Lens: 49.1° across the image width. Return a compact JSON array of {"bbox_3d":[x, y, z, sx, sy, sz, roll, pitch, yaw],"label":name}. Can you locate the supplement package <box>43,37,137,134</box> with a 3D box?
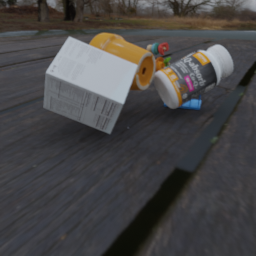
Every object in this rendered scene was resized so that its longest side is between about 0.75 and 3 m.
[{"bbox_3d":[-1.072,-1.153,7.919,2.065,1.556,1.567,22,54,-5],"label":"supplement package"}]

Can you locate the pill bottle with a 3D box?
[{"bbox_3d":[2.299,-1.840,9.925,2.521,1.467,1.467,-29,29,-6],"label":"pill bottle"}]

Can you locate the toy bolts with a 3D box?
[{"bbox_3d":[1.046,-2.588,10.528,0.782,1.128,1.077,12,40,35],"label":"toy bolts"}]

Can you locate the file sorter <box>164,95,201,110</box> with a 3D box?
[{"bbox_3d":[2.208,-1.320,11.137,1.380,0.846,0.957,8,26,15],"label":"file sorter"}]

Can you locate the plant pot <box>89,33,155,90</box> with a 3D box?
[{"bbox_3d":[-0.161,-2.052,9.368,1.807,1.974,1.974,18,29,29],"label":"plant pot"}]
